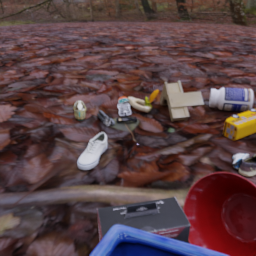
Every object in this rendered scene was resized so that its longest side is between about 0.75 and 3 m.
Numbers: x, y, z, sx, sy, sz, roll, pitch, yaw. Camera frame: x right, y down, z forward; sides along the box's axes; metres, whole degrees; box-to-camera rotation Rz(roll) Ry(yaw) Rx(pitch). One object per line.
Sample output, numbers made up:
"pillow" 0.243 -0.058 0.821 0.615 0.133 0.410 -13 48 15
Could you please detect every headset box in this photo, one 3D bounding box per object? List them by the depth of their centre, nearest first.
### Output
"headset box" 0.240 2.233 5.188 1.518 2.040 0.788 -6 27 -11

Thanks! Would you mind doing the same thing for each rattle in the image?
"rattle" 0.425 -1.471 13.182 1.638 1.170 1.066 28 42 11

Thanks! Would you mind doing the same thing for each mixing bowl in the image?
"mixing bowl" 2.348 1.999 6.169 1.096 2.024 2.024 11 13 -44

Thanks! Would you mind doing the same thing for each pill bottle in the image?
"pill bottle" 4.860 -1.359 13.327 1.858 1.075 1.075 5 27 11

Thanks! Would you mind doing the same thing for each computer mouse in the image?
"computer mouse" -0.126 -0.669 12.794 0.910 0.364 1.660 -8 32 -2

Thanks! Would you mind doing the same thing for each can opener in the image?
"can opener" -0.979 -0.395 12.387 0.422 0.337 1.263 23 12 -34

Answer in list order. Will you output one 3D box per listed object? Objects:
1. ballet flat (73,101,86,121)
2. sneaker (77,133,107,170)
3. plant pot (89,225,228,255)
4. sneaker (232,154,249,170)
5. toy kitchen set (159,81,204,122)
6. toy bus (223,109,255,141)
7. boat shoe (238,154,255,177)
"ballet flat" -2.256 -0.936 13.047 0.619 0.619 1.751 -5 27 -10
"sneaker" -1.238 0.745 9.643 0.675 0.654 1.848 7 28 13
"plant pot" 0.384 2.969 3.219 2.456 2.208 2.456 10 17 18
"sneaker" 3.654 1.095 9.366 0.430 0.372 0.992 16 22 40
"toy kitchen set" 2.494 -1.028 13.139 1.505 1.664 1.845 -6 67 -6
"toy bus" 4.787 -0.168 11.393 2.130 0.693 0.834 -16 31 -28
"boat shoe" 4.228 1.105 9.093 1.583 0.513 0.569 -15 30 -27
